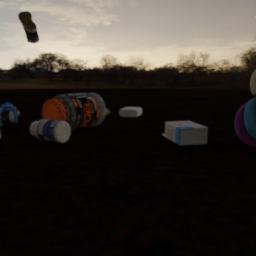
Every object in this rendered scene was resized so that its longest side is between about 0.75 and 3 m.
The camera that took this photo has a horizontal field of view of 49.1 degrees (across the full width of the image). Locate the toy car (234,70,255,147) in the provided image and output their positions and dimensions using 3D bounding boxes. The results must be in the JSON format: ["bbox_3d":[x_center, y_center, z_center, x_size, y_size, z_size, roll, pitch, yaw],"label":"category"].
[{"bbox_3d":[4.052,-0.372,7.748,2.199,2.566,2.932,-34,-8,28],"label":"toy car"}]

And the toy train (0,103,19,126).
[{"bbox_3d":[-5.620,-0.511,11.542,2.078,0.901,1.187,0,19,-13],"label":"toy train"}]

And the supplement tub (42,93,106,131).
[{"bbox_3d":[-2.005,-0.605,10.521,1.363,1.363,2.225,7,13,34],"label":"supplement tub"}]

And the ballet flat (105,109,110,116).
[{"bbox_3d":[-1.184,-0.839,14.686,0.337,0.309,0.981,2,11,10],"label":"ballet flat"}]

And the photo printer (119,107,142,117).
[{"bbox_3d":[0.167,-0.820,14.292,0.977,0.408,1.175,3,11,17],"label":"photo printer"}]

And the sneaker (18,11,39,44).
[{"bbox_3d":[-2.525,-2.536,7.135,0.337,0.521,0.960,-20,55,-18],"label":"sneaker"}]

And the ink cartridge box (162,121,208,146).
[{"bbox_3d":[1.735,0.113,8.909,0.902,0.532,1.567,-3,11,-13],"label":"ink cartridge box"}]

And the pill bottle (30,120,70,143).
[{"bbox_3d":[-2.444,0.084,8.680,1.202,0.667,0.667,6,12,29],"label":"pill bottle"}]
